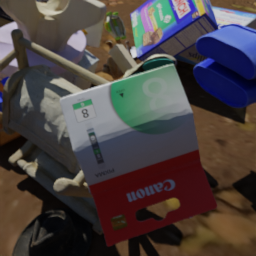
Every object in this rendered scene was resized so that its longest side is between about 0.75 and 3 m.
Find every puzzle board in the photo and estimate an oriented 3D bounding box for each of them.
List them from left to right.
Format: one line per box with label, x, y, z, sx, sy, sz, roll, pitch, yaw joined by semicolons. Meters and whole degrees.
puzzle board;-4.165;-4.318;10.281;2.698;2.034;0.235;35;31;-1

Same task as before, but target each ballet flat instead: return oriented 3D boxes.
ballet flat;0.460;-1.478;6.842;1.638;0.552;0.511;-18;45;39

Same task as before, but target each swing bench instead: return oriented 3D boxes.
swing bench;-1.183;0.185;5.013;2.660;2.674;1.735;30;67;21

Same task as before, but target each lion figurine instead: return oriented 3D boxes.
lion figurine;-0.177;-2.319;9.635;0.783;1.324;2.162;-17;1;28

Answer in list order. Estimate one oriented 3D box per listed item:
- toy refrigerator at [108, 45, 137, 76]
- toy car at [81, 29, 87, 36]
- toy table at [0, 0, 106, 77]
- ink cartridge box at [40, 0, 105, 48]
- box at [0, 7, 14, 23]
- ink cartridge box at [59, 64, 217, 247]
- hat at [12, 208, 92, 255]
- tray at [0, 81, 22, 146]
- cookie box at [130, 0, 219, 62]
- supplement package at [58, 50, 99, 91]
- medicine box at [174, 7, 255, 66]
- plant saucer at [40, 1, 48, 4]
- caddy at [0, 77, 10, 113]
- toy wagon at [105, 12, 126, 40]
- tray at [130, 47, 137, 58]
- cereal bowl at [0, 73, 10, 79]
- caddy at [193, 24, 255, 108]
toy refrigerator;-0.062;-1.843;8.109;1.118;0.391;0.424;55;29;3
toy car;-1.497;-2.790;7.322;0.340;1.023;0.502;-43;18;-5
toy table;-1.782;-2.339;5.944;2.503;1.595;2.723;20;40;-5
ink cartridge box;-1.904;-3.392;8.831;1.969;1.233;1.266;24;19;33
box;-3.608;-4.550;7.973;2.019;2.729;1.424;17;67;-19
ink cartridge box;0.134;0.298;3.322;1.453;0.452;1.805;-18;76;-4
hat;-1.358;1.907;4.943;1.473;0.594;1.473;1;40;-1
tray;-3.827;-0.700;7.639;2.858;0.529;1.410;33;40;20
cookie box;1.426;-3.588;9.390;2.583;0.970;2.209;-27;56;33
supplement package;-1.813;-1.631;7.918;1.432;1.369;1.053;37;52;4
medicine box;3.201;-3.532;10.836;2.503;1.414;2.747;26;46;29
plant saucer;-2.162;-2.971;7.531;0.119;0.806;0.806;15;41;30
caddy;-2.993;-0.703;7.138;0.992;0.737;1.403;-38;44;-19
toy wagon;-0.438;-3.138;8.665;0.214;0.841;1.084;-14;11;35
tray;0.137;-2.924;11.135;0.589;0.122;1.097;23;45;27
cereal bowl;-3.189;-2.071;8.997;2.381;0.992;2.381;19;53;-28
caddy;2.231;-1.278;5.683;1.012;1.363;1.929;-24;45;-20
